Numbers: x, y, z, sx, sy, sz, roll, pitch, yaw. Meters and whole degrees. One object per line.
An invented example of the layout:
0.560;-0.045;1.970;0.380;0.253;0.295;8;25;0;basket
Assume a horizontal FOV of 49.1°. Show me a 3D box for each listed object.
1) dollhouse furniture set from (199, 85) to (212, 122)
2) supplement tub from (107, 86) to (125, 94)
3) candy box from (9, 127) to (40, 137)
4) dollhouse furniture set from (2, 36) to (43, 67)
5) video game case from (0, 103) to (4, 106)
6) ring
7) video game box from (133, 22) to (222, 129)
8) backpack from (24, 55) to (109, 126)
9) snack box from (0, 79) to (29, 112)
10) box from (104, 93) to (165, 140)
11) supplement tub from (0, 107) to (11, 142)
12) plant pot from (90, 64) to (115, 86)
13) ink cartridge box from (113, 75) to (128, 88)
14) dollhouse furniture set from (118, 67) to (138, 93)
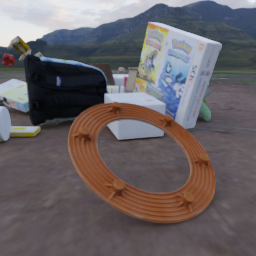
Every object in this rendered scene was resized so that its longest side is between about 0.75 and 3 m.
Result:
2.626;-1.215;9.915;0.948;1.237;1.889;-43;13;18;dollhouse furniture set
-0.824;-1.205;11.346;1.360;0.986;0.986;1;14;2;supplement tub
-3.070;0.096;7.805;1.097;0.145;0.561;0;20;3;candy box
-4.411;-2.732;12.788;1.542;2.866;1.166;-26;38;20;dollhouse furniture set
-5.889;-1.143;12.863;0.705;0.139;0.777;-12;18;-38;video game case
0.291;0.330;4.363;2.420;0.232;2.420;14;39;-12;ring
1.254;-1.631;8.292;0.621;2.417;2.653;-3;29;-33;video game box
-1.914;-1.233;9.057;2.587;2.110;1.989;-7;9;-20;backpack
-4.266;-1.310;10.962;2.215;0.411;1.287;18;40;29;snack box
0.120;-0.399;7.992;1.305;0.912;1.714;-4;19;-16;box
-3.821;-0.082;7.097;1.387;0.915;0.915;-2;14;-6;supplement tub
-1.329;-2.123;13.297;1.708;1.828;1.708;0;15;0;plant pot
-1.041;-2.263;15.229;2.716;1.125;1.993;-1;15;-7;ink cartridge box
0.453;-1.355;10.642;1.877;1.601;0.917;7;-24;12;dollhouse furniture set
